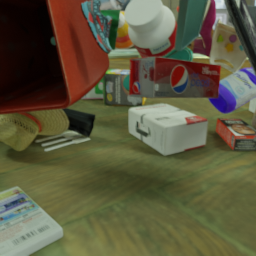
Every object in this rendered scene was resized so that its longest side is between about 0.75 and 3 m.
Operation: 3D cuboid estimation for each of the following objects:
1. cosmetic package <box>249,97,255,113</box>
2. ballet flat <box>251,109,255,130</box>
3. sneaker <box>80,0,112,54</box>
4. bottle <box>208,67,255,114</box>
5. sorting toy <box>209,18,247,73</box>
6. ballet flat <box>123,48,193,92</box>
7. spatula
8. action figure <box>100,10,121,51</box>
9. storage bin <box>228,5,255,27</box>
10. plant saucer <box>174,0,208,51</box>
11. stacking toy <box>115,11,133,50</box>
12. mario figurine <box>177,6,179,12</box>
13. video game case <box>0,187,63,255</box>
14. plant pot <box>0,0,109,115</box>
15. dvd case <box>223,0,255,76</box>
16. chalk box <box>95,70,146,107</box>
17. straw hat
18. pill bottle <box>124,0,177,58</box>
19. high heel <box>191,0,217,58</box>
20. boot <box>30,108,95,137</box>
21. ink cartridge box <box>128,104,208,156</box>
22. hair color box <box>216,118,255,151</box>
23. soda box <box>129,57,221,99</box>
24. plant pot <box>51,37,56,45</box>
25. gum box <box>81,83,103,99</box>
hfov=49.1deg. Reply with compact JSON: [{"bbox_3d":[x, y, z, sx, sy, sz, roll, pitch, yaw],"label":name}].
[{"bbox_3d":[5.902,-1.106,11.188,1.319,1.320,1.600,-2,19,-6],"label":"cosmetic package"},{"bbox_3d":[4.517,-1.268,8.072,1.002,2.979,1.014,38,8,-23],"label":"ballet flat"},{"bbox_3d":[-0.408,-1.607,4.440,0.409,0.855,0.339,-24,25,4],"label":"sneaker"},{"bbox_3d":[3.030,-1.113,7.232,1.962,0.640,0.819,-28,61,-15],"label":"bottle"},{"bbox_3d":[2.509,-1.956,6.891,1.153,1.038,0.616,20,11,2],"label":"sorting toy"},{"bbox_3d":[1.016,-1.834,9.254,2.476,0.834,0.872,-25,-1,22],"label":"ballet flat"},{"bbox_3d":[-2.079,0.395,8.789,1.482,0.119,1.031,-17,29,-36],"label":"spatula"},{"bbox_3d":[-1.070,-2.562,6.835,1.693,1.000,0.463,12,33,-2],"label":"action figure"},{"bbox_3d":[3.987,-3.573,8.948,0.925,1.003,1.378,6,22,-30],"label":"storage bin"},{"bbox_3d":[1.533,-2.664,6.681,0.854,0.232,2.442,-41,-13,-4],"label":"plant saucer"},{"bbox_3d":[-0.293,-3.943,10.702,1.537,1.537,2.103,1,5,2],"label":"stacking toy"},{"bbox_3d":[2.503,-4.665,11.721,1.149,0.609,0.709,38,32,-3],"label":"mario figurine"},{"bbox_3d":[-2.426,1.760,4.651,2.011,0.222,1.830,-18,26,-40],"label":"video game case"},{"bbox_3d":[-1.782,-1.814,5.632,2.627,2.630,2.317,-3,14,27],"label":"plant pot"},{"bbox_3d":[2.150,-1.360,4.766,0.181,2.261,1.681,-19,26,32],"label":"dvd case"},{"bbox_3d":[-0.376,-1.949,13.352,2.417,1.504,1.496,5,20,9],"label":"chalk box"},{"bbox_3d":[-3.162,0.011,8.002,2.762,2.762,1.169,6,58,16],"label":"straw hat"},{"bbox_3d":[0.976,-3.127,9.703,1.599,1.599,2.849,10,-15,27],"label":"pill bottle"},{"bbox_3d":[2.740,-3.036,8.792,1.211,0.850,2.524,5,-24,5],"label":"high heel"},{"bbox_3d":[-2.179,-0.186,9.118,2.121,0.696,1.748,13,-20,-5],"label":"boot"},{"bbox_3d":[1.164,-0.039,8.786,1.563,0.882,2.129,-10,21,-26],"label":"ink cartridge box"},{"bbox_3d":[3.418,0.172,8.764,0.843,0.509,1.661,0,20,-2],"label":"hair color box"},{"bbox_3d":[0.984,-0.950,5.514,2.073,0.726,0.657,-5,10,-42],"label":"soda box"},{"bbox_3d":[-1.915,-3.602,10.344,2.232,1.576,1.577,31,-15,-17],"label":"plant pot"},{"bbox_3d":[-2.415,-2.064,14.681,2.475,0.818,1.404,-1,20,-4],"label":"gum box"}]
